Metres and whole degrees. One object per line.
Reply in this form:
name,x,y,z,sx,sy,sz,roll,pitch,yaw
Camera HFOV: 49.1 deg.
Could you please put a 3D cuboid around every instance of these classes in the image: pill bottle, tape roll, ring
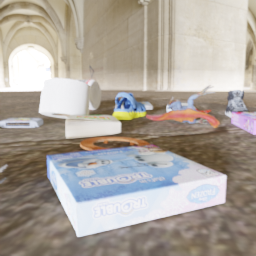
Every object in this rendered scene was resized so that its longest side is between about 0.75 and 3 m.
pill bottle,-3.234,-1.921,16.248,2.991,1.703,1.703,3,10,19
tape roll,-2.501,-1.123,11.304,1.928,1.324,1.928,6,-6,1
ring,-0.307,0.447,6.767,1.697,0.163,1.697,3,8,0

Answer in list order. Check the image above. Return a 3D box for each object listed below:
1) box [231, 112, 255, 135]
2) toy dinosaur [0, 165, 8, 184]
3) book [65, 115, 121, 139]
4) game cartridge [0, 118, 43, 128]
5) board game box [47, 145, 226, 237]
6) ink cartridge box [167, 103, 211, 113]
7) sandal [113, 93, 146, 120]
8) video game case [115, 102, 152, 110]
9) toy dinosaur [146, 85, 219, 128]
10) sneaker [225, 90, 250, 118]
box,4.767,-0.194,9.727,1.654,0.472,2.417,1,10,5
toy dinosaur,-2.572,0.836,3.367,1.532,2.918,2.648,39,14,-30
book,-1.175,-0.126,9.385,1.641,0.590,2.457,0,7,-9
game cartridge,-3.950,-0.190,10.438,1.390,0.284,0.925,0,6,-2
board game box,-0.029,0.743,4.269,2.063,0.447,2.053,-4,12,-24
ink cartridge box,3.170,-1.020,14.492,1.988,0.470,1.591,1,8,24
sandal,0.132,-1.033,12.759,1.061,1.162,2.669,1,8,19
video game case,0.328,-1.384,17.394,2.181,0.264,2.396,0,9,0
toy dinosaur,2.274,-0.362,10.637,2.690,1.412,2.441,-32,17,5
sneaker,4.992,-1.108,12.789,0.832,1.254,2.204,1,10,3
